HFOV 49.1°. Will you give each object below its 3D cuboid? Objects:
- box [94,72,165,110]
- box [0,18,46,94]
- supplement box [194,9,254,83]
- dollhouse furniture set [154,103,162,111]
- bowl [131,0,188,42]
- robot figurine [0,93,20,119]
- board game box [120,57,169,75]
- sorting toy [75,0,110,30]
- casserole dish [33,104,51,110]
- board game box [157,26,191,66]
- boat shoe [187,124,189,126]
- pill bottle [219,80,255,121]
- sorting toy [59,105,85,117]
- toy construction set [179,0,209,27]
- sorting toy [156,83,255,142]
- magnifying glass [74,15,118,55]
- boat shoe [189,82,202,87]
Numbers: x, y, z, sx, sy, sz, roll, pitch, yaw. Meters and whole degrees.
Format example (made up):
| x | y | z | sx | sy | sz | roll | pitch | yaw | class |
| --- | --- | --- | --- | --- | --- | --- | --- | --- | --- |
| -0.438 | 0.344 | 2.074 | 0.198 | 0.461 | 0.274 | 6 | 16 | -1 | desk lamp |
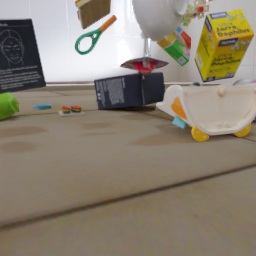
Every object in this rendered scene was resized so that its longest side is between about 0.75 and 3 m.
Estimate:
| x | y | z | sx | sy | sz | roll | pitch | yaw | class |
| --- | --- | --- | --- | --- | --- | --- | --- | --- | --- |
| 0.138 | -1.755 | 13.134 | 2.461 | 1.445 | 2.420 | -3 | 9 | 31 | box |
| -3.307 | -1.957 | 7.818 | 1.410 | 1.899 | 1.017 | -17 | 14 | -34 | box |
| 3.449 | -2.956 | 10.410 | 1.287 | 1.295 | 2.364 | -11 | -27 | -3 | supplement box |
| 1.496 | -0.841 | 12.684 | 0.382 | 0.295 | 0.763 | 1 | 29 | -33 | dollhouse furniture set |
| 0.851 | -2.893 | 6.376 | 0.762 | 1.695 | 1.695 | 2 | 11 | 36 | bowl |
| -4.804 | -0.803 | 10.365 | 1.466 | 0.966 | 1.671 | 7 | 15 | 15 | robot figurine |
| 0.602 | -2.218 | 10.540 | 1.463 | 0.361 | 1.852 | -6 | -4 | 44 | board game box |
| -1.051 | -3.588 | 8.247 | 1.056 | 0.370 | 1.063 | -37 | -11 | -11 | sorting toy |
| -4.050 | -0.989 | 13.250 | 0.546 | 0.175 | 0.901 | 8 | 13 | 34 | casserole dish |
| 1.764 | -3.278 | 10.519 | 0.351 | 1.330 | 1.739 | -36 | 27 | 40 | board game box |
| 2.321 | -0.239 | 9.333 | 1.066 | 0.384 | 0.360 | -15 | -15 | -29 | boat shoe |
| 4.481 | -1.034 | 10.289 | 1.456 | 1.456 | 2.593 | -7 | 13 | -30 | pill bottle |
| -2.336 | -0.716 | 11.546 | 0.929 | 0.323 | 0.923 | -4 | 13 | -20 | sorting toy |
| 1.901 | -3.900 | 9.606 | 1.303 | 0.915 | 1.987 | 8 | 15 | -12 | toy construction set |
| 2.084 | -0.583 | 8.341 | 2.723 | 1.455 | 2.452 | -4 | 10 | -21 | sorting toy |
| -0.821 | -2.416 | 7.247 | 0.153 | 1.362 | 0.542 | 46 | -1 | 30 | magnifying glass |
| 2.885 | -1.467 | 12.830 | 0.979 | 0.999 | 2.805 | -1 | 21 | 23 | boat shoe |
